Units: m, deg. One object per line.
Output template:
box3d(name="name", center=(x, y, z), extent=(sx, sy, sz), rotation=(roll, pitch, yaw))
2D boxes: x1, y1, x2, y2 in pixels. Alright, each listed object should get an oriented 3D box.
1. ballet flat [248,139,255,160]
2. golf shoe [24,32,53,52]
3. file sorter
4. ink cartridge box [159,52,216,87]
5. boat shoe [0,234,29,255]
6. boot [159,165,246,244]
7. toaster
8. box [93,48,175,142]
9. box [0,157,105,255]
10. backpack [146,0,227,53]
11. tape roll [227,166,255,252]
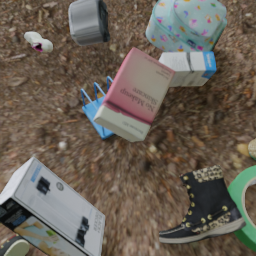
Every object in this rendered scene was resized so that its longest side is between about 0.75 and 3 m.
box3d(name="ballet flat", center=(4.481, 0.652, 6.855), extent=(2.801, 0.914, 0.988), rotation=(12, 61, 8))
box3d(name="golf shoe", center=(-2.922, -2.729, 8.882), extent=(1.076, 0.405, 0.492), rotation=(29, 37, 13))
box3d(name="file sorter", center=(-0.276, -0.772, 7.664), extent=(1.737, 1.066, 1.205), rotation=(-29, 62, -16))
box3d(name="ink cartridge box", center=(1.573, -1.640, 7.955), extent=(1.457, 1.064, 0.614), rotation=(-2, 76, -9))
box3d(name="boat shoe", center=(-2.632, 2.781, 5.859), extent=(1.283, 0.469, 0.402), rotation=(-43, 26, -11))
box3d(name="boot", center=(1.388, 1.654, 5.977), extent=(1.809, 0.662, 1.362), rotation=(-21, 74, 20))
box3d(name="toaster", center=(-1.197, -3.268, 8.764), extent=(1.066, 0.937, 1.650), rotation=(-9, 80, 13))
box3d(name="box", center=(0.123, -0.713, 6.526), extent=(1.151, 0.981, 1.801), rotation=(27, 79, -10))
box3d(name="box", center=(-1.407, 1.689, 5.412), extent=(0.628, 2.087, 1.218), rotation=(-37, 20, 18))
box3d(name="backpack", center=(1.745, -3.179, 8.660), extent=(2.214, 1.697, 1.946), rotation=(30, 66, 10))
box3d(name="tape roll", center=(3.260, 1.847, 6.375), extent=(1.997, 0.480, 1.997), rotation=(0, 58, 0))
